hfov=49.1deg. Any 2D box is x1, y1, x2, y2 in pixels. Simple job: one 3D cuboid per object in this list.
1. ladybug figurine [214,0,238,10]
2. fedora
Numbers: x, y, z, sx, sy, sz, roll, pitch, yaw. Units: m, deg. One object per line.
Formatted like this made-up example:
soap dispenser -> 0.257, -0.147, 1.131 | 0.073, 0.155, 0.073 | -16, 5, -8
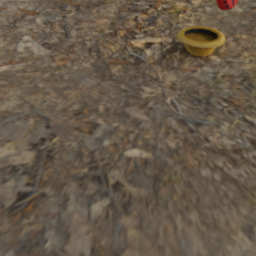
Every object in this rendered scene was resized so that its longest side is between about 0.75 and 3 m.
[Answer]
ladybug figurine -> 3.785, -5.001, 10.628 | 0.990, 1.458, 0.525 | -44, 58, 13
fedora -> 2.712, -3.214, 10.615 | 1.807, 0.737, 1.807 | -1, 43, 1
